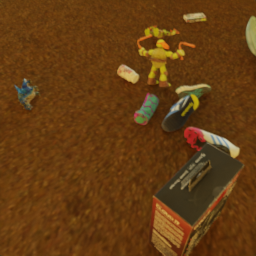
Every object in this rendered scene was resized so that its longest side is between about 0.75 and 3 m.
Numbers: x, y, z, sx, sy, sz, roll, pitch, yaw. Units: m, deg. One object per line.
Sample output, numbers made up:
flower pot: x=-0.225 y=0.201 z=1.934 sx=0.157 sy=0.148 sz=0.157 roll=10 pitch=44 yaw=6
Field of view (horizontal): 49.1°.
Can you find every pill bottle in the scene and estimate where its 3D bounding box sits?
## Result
pill bottle: x=0.008 y=-2.431 z=12.720 sx=0.898 sy=0.509 sz=0.509 roll=35 pitch=56 yaw=21

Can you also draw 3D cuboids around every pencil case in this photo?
pencil case: x=0.735 y=-0.752 z=11.139 sx=0.619 sy=0.570 sz=1.340 roll=43 pitch=50 yaw=-13

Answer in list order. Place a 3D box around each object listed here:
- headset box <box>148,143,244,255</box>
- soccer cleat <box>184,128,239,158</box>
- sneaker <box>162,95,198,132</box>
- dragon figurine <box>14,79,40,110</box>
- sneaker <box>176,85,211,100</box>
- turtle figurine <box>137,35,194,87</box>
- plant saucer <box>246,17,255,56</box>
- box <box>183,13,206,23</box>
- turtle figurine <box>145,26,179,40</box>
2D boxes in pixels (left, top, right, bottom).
headset box: x=1.635 y=1.936 z=7.077 sx=1.115 sy=2.887 sz=2.149 roll=34 pitch=56 yaw=29
soccer cleat: x=2.912 y=0.558 z=9.862 sx=0.879 sy=0.712 sz=2.037 roll=-9 pitch=30 yaw=-38
sneaker: x=1.940 y=-0.527 z=10.904 sx=1.863 sy=0.689 sz=0.766 roll=-42 pitch=16 yaw=-19
dragon figurine: x=-4.425 y=-1.535 z=11.867 sx=0.996 sy=0.590 sz=2.003 roll=-31 pitch=56 yaw=-26
sneaker: x=2.786 y=-1.393 z=11.817 sx=1.562 sy=0.606 sz=0.712 roll=-8 pitch=79 yaw=-11
turtle figurine: x=1.451 y=-2.813 z=11.892 sx=2.567 sy=2.070 sz=0.827 roll=12 pitch=26 yaw=24
plant saucer: x=6.266 y=-4.343 z=13.829 sx=0.422 sy=2.191 sz=2.191 roll=-14 pitch=33 yaw=42
box: x=4.004 y=-6.598 z=16.812 sx=1.191 sy=0.207 sz=0.655 roll=-9 pitch=48 yaw=-8
turtle figurine: x=1.577 y=-5.082 z=15.028 sx=1.986 sy=0.640 sz=1.602 roll=23 pitch=28 yaw=30
